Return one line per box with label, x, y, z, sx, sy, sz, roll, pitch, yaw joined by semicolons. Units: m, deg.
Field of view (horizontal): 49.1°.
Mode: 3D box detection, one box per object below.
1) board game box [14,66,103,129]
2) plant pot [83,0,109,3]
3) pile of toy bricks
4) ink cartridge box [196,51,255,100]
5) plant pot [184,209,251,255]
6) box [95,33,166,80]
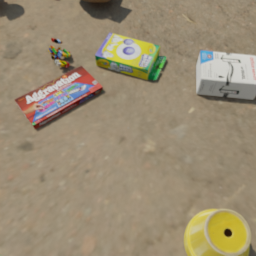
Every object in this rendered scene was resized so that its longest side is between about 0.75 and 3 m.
board game box;-2.517;-1.205;10.296;2.863;0.278;1.474;-33;61;-21
plant pot;-1.920;-7.006;13.369;2.672;1.233;2.672;15;64;-34
pile of toy bricks;-2.678;-3.059;11.389;0.711;0.799;1.439;2;38;-38
ink cartridge box;3.679;-1.980;10.443;2.120;0.894;1.548;5;56;4
plant pot;2.244;2.689;6.824;1.584;1.490;1.584;-1;59;2
box;0.147;-2.837;11.200;2.576;0.623;1.511;19;59;10
